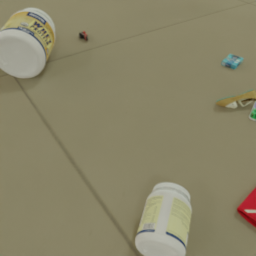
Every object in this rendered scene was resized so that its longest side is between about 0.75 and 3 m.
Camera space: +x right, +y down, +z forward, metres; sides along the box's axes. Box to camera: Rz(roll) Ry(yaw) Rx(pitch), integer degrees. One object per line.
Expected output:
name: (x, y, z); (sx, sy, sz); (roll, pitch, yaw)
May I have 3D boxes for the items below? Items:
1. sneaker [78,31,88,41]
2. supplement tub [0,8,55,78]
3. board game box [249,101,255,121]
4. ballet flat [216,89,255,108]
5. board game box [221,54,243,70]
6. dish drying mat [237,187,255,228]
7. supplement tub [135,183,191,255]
sneaker: (-2.239, -4.549, 13.929); (0.411, 0.297, 0.841); (-14, 43, -15)
supplement tub: (-4.190, -3.604, 11.629); (2.032, 2.032, 2.814); (1, 44, 1)
board game box: (5.568, -0.662, 9.806); (2.112, 0.273, 2.112); (22, 47, 21)
ballet flat: (3.890, -0.953, 9.938); (1.517, 0.521, 0.478); (-17, 79, -3)
board game box: (4.549, -2.893, 12.235); (0.632, 0.197, 0.837); (29, 50, 28)
dish drying mat: (4.012, 1.661, 7.343); (2.722, 0.248, 1.046); (-32, 51, -29)
supplement tub: (0.837, 2.091, 6.281); (1.073, 1.073, 1.480); (12, 44, 12)
